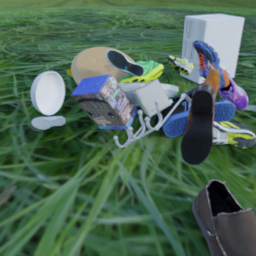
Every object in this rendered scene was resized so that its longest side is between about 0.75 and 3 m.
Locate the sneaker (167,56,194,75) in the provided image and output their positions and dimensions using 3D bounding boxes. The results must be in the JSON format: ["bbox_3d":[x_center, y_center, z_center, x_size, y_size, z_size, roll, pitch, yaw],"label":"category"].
[{"bbox_3d":[1.542,-1.877,8.237,0.355,0.351,0.930,-41,57,-9],"label":"sneaker"}]

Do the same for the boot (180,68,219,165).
[{"bbox_3d":[1.493,-0.265,5.676,0.579,1.591,1.690,4,23,21],"label":"boot"}]

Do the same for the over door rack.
[{"bbox_3d":[0.649,-0.295,7.887,2.059,0.686,1.521,-33,1,-43],"label":"over door rack"}]

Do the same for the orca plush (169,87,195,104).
[{"bbox_3d":[1.809,-0.747,9.837,1.906,0.678,1.003,-26,-7,-46],"label":"orca plush"}]

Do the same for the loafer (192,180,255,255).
[{"bbox_3d":[1.761,1.779,4.648,0.902,0.877,2.470,-8,30,-14],"label":"loafer"}]

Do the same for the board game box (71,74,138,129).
[{"bbox_3d":[-0.650,-0.689,7.908,1.171,1.468,0.711,0,51,41],"label":"board game box"}]

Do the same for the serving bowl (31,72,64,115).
[{"bbox_3d":[-1.975,-0.844,6.723,0.343,1.044,1.044,12,31,23],"label":"serving bowl"}]

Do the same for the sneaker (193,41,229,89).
[{"bbox_3d":[1.966,-1.500,6.893,0.555,1.416,0.533,-34,16,1],"label":"sneaker"}]

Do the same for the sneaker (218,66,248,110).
[{"bbox_3d":[3.258,-1.156,8.975,0.693,1.723,0.762,-37,20,22],"label":"sneaker"}]

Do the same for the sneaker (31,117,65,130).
[{"bbox_3d":[-2.536,-0.195,8.905,1.022,0.385,0.452,-4,16,-21],"label":"sneaker"}]

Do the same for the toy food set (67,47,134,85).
[{"bbox_3d":[-0.822,-2.160,11.128,2.922,0.718,2.952,43,54,14],"label":"toy food set"}]

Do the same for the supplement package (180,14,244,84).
[{"bbox_3d":[3.706,-3.583,12.601,2.079,2.669,1.480,-13,31,-22],"label":"supplement package"}]

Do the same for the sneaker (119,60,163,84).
[{"bbox_3d":[0.392,-1.951,10.483,2.115,0.783,0.884,-31,61,-35],"label":"sneaker"}]

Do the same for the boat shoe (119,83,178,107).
[{"bbox_3d":[0.614,-1.049,9.662,2.759,0.983,0.963,-7,14,-36],"label":"boat shoe"}]

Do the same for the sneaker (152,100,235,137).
[{"bbox_3d":[2.039,-0.485,8.762,2.674,0.938,1.042,-12,35,-21],"label":"sneaker"}]

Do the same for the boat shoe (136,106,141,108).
[{"bbox_3d":[0.236,-0.983,10.147,1.244,0.459,0.471,-17,31,-27],"label":"boat shoe"}]

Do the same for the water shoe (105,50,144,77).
[{"bbox_3d":[-0.171,-2.089,9.354,1.461,0.522,0.577,27,-2,-22],"label":"water shoe"}]

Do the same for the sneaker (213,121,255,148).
[{"bbox_3d":[2.734,0.123,8.083,1.743,0.649,0.737,16,26,11],"label":"sneaker"}]

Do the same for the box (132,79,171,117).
[{"bbox_3d":[0.647,-0.873,8.139,0.698,0.820,1.282,-30,8,0],"label":"box"}]
